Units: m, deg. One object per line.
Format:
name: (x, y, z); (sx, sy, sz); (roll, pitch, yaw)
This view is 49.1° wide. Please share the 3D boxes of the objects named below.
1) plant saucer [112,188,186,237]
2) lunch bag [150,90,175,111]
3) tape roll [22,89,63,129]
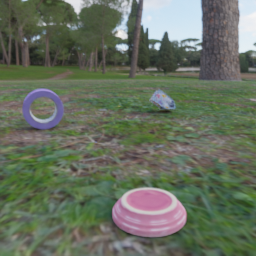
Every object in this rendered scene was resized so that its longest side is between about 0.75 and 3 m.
plant saucer: (0.349, 1.347, 4.717); (1.239, 0.314, 1.239); (-1, 13, 0)
lunch bag: (1.861, -1.356, 14.985); (1.285, 0.817, 1.090); (36, 0, -4)
tape roll: (-3.389, -0.754, 11.161); (1.534, 1.534, 0.652); (-5, 13, -19)
